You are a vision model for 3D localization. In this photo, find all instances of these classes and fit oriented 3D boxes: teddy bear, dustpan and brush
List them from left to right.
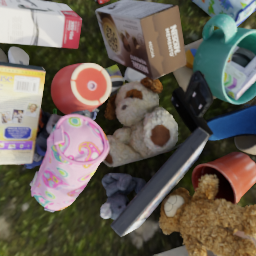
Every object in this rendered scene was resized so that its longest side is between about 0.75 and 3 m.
[{"bbox_3d":[0.033,-1.468,7.972,0.812,0.232,0.567,-30,103,-6],"label":"dustpan and brush"},{"bbox_3d":[1.720,2.073,6.301,0.890,2.667,1.934,19,100,-39],"label":"teddy bear"}]

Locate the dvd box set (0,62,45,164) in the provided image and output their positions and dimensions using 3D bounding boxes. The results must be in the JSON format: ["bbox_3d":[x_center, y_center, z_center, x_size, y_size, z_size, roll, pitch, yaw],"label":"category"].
[{"bbox_3d":[-2.635,-0.241,5.620,1.608,0.323,2.198,1,118,-29],"label":"dvd box set"}]

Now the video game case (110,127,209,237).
[{"bbox_3d":[0.811,1.328,6.490,0.333,2.357,2.609,41,84,18],"label":"video game case"}]

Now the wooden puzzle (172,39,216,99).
[{"bbox_3d":[2.279,-1.714,7.893,1.871,0.433,1.733,-25,83,-3],"label":"wooden puzzle"}]

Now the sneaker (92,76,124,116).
[{"bbox_3d":[-0.868,-0.760,7.592,1.821,0.689,0.798,-25,80,6],"label":"sneaker"}]

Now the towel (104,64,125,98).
[{"bbox_3d":[-0.438,-1.328,7.953,0.603,0.096,0.840,-21,83,9],"label":"towel"}]

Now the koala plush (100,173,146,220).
[{"bbox_3d":[-0.247,1.775,7.087,1.053,1.016,1.146,-2,71,36],"label":"koala plush"}]

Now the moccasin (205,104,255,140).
[{"bbox_3d":[3.014,-0.226,7.440,2.223,0.758,0.894,-6,97,6],"label":"moccasin"}]

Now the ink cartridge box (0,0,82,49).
[{"bbox_3d":[-2.293,-2.619,6.885,1.910,0.792,1.402,-4,36,-30],"label":"ink cartridge box"}]

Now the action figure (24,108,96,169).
[{"bbox_3d":[-1.892,-0.265,6.693,2.710,1.418,2.622,-27,122,29],"label":"action figure"}]

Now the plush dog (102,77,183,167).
[{"bbox_3d":[0.364,-0.258,7.136,2.325,1.866,1.997,-25,76,38],"label":"plush dog"}]

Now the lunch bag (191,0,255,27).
[{"bbox_3d":[3.043,-3.932,7.893,1.858,1.184,1.580,-39,81,-19],"label":"lunch bag"}]

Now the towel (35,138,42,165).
[{"bbox_3d":[-2.167,0.421,7.685,1.755,0.263,1.284,4,81,1],"label":"towel"}]

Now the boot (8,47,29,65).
[{"bbox_3d":[-3.083,-1.562,7.656,0.722,0.581,1.598,-50,42,24],"label":"boot"}]

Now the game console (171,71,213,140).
[{"bbox_3d":[1.448,-0.430,5.966,0.271,2.252,1.328,-30,76,-4],"label":"game console"}]

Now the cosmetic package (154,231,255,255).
[{"bbox_3d":[1.735,3.653,6.599,2.967,1.084,1.536,-18,105,-1],"label":"cosmetic package"}]

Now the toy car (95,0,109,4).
[{"bbox_3d":[-1.332,-4.584,8.314,1.626,0.385,1.728,3,82,0],"label":"toy car"}]

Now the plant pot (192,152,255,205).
[{"bbox_3d":[2.493,1.254,6.996,1.237,1.272,1.272,-22,82,-31],"label":"plant pot"}]

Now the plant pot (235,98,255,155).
[{"bbox_3d":[3.710,0.047,7.086,1.137,1.694,1.694,26,83,-5],"label":"plant pot"}]

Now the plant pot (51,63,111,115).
[{"bbox_3d":[-1.016,-0.908,6.390,1.280,1.132,1.280,0,90,-27],"label":"plant pot"}]

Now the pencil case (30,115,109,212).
[{"bbox_3d":[-1.389,0.886,6.111,1.199,2.743,1.199,14,53,-20],"label":"pencil case"}]

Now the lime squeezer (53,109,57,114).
[{"bbox_3d":[-2.047,0.077,7.506,0.267,0.500,1.415,20,110,-13],"label":"lime squeezer"}]

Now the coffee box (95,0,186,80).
[{"bbox_3d":[0.237,-2.228,6.786,0.953,2.388,1.350,-28,126,-16],"label":"coffee box"}]

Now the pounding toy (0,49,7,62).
[{"bbox_3d":[-4.180,-1.856,7.762,1.425,0.661,1.100,14,45,-32],"label":"pounding toy"}]

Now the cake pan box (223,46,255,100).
[{"bbox_3d":[2.562,-1.421,6.854,1.211,0.317,1.115,-44,66,-9],"label":"cake pan box"}]

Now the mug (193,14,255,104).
[{"bbox_3d":[2.433,-1.729,6.798,1.690,1.272,2.057,-17,120,-25],"label":"mug"}]
